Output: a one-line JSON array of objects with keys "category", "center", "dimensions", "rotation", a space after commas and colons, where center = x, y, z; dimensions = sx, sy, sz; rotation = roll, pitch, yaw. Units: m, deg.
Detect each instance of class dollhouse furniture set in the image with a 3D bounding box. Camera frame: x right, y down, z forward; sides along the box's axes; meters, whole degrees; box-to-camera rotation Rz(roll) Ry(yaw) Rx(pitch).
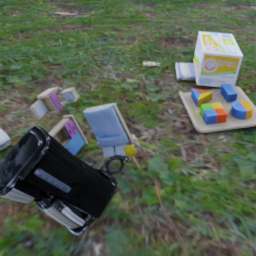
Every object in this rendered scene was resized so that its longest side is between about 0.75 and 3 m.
[{"category": "dollhouse furniture set", "center": [-1.272, 0.106, 7.843], "dimensions": [2.532, 2.390, 1.652], "rotation": [-6, 32, 32]}]

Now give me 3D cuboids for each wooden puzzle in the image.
[{"category": "wooden puzzle", "center": [3.607, -0.916, 10.815], "dimensions": [2.798, 0.648, 2.592], "rotation": [-4, 38, -5]}]

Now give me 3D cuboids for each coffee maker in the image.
[{"category": "coffee maker", "center": [-1.507, 1.009, 6.527], "dimensions": [1.561, 2.317, 2.225], "rotation": [0, 54, 43]}]

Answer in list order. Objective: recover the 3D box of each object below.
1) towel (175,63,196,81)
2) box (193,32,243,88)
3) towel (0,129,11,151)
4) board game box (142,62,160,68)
[{"category": "towel", "center": [3.356, -2.640, 13.293], "dimensions": [2.207, 0.263, 1.621], "rotation": [3, 37, 1]}, {"category": "box", "center": [3.868, -3.086, 12.447], "dimensions": [1.623, 1.463, 2.886], "rotation": [6, 36, 5]}, {"category": "towel", "center": [-4.550, 0.434, 9.302], "dimensions": [1.079, 0.462, 0.893], "rotation": [30, 49, 30]}, {"category": "board game box", "center": [1.176, -3.196, 14.106], "dimensions": [0.894, 0.105, 0.468], "rotation": [2, 37, 3]}]
